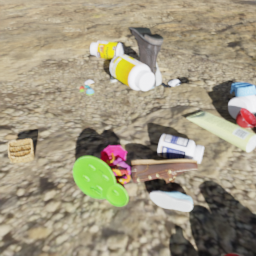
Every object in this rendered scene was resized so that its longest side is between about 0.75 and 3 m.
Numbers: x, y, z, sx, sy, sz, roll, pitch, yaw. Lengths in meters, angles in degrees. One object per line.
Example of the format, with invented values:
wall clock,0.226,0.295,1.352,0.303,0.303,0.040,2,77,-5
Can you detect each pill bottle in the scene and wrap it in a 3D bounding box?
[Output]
pill bottle,5.389,-1.114,12.147,2.071,1.198,1.198,-23,40,-28
pill bottle,0.184,-2.361,12.128,1.137,1.137,2.081,-22,40,-29
pill bottle,-1.364,-4.929,17.830,1.987,1.086,1.086,11,36,16
pill bottle,1.823,0.760,9.732,1.469,0.816,0.816,14,37,18

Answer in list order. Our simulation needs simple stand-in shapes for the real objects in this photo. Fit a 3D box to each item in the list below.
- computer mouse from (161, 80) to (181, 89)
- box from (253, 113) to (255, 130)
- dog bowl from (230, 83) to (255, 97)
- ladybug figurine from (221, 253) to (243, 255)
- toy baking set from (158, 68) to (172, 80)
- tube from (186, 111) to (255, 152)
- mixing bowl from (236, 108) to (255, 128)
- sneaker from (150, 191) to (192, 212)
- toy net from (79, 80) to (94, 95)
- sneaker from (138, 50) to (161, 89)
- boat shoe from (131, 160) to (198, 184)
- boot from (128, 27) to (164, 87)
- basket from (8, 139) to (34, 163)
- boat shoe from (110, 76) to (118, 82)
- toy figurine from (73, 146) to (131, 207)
computer mouse,2.338,-2.367,14.817,1.113,0.244,0.610,-23,39,-30
box,6.233,0.266,10.638,2.040,0.590,2.566,-2,34,-3
dog bowl,3.914,-1.326,9.567,0.669,0.297,1.199,-8,15,6
ladybug figurine,2.319,3.297,5.769,0.562,1.060,1.562,22,19,-29
toy baking set,1.618,-3.115,15.942,1.801,0.210,1.382,4,35,6
tube,3.685,0.012,11.033,0.808,0.723,2.786,29,5,-46
mixing bowl,4.596,-0.310,11.083,0.867,0.470,0.867,19,51,-25
sneaker,1.269,2.070,8.210,1.247,0.461,0.511,16,25,12
toy net,-2.112,-2.084,14.420,0.720,0.265,1.373,-5,33,-2
sneaker,0.815,-3.234,14.217,1.008,1.118,2.728,3,70,-37
boat shoe,1.170,1.407,8.963,2.163,0.761,0.760,-3,72,0
boot,0.640,-3.336,13.021,0.918,2.308,2.651,-9,37,-26
basket,-3.753,0.827,9.808,0.828,0.617,0.591,-7,35,-11
boat shoe,-0.541,-2.869,15.450,0.396,0.357,1.121,22,40,29
toy figurine,-0.461,1.287,8.804,1.911,1.434,1.758,34,33,9
